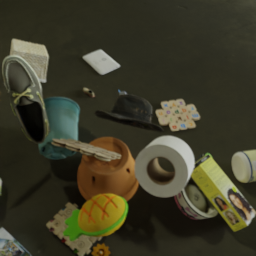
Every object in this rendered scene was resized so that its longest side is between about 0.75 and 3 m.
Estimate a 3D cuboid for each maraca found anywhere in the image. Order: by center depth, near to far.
[{"bbox_3d":[-0.923,2.510,7.874,1.933,1.034,1.325,-21,24,5],"label":"maraca"}]

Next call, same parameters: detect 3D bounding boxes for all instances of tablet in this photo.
[{"bbox_3d":[-1.538,-3.752,15.855,1.298,0.136,1.994,-30,56,-23],"label":"tablet"}]

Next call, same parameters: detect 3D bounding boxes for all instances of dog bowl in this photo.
[{"bbox_3d":[2.350,2.436,9.833,1.706,0.629,1.706,22,44,-22],"label":"dog bowl"}]

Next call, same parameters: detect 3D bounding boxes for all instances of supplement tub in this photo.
[{"bbox_3d":[4.970,1.425,10.727,1.615,1.171,1.171,-7,50,-6],"label":"supplement tub"}]

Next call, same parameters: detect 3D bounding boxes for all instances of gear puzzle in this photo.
[{"bbox_3d":[-1.537,3.617,9.472,2.371,0.310,1.228,32,54,21],"label":"gear puzzle"}]

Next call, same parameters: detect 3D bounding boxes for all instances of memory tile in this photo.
[{"bbox_3d":[-1.333,0.706,9.126,2.019,1.548,0.170,17,92,14],"label":"memory tile"}]

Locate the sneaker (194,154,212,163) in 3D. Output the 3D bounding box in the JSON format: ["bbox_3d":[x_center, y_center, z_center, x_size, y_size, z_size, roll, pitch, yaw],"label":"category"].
[{"bbox_3d":[2.688,1.687,10.985,1.637,0.628,0.686,-47,24,-22],"label":"sneaker"}]

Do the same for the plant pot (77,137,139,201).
[{"bbox_3d":[-0.758,1.464,10.373,2.396,1.677,2.396,0,48,0],"label":"plant pot"}]

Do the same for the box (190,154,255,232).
[{"bbox_3d":[3.217,2.200,9.742,0.964,0.642,2.563,-22,69,-47],"label":"box"}]

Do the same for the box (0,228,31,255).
[{"bbox_3d":[-4.277,4.428,8.654,1.487,0.410,2.177,30,56,23],"label":"box"}]

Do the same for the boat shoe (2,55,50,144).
[{"bbox_3d":[-3.323,-0.874,9.259,1.069,2.991,0.894,-17,25,-10],"label":"boat shoe"}]

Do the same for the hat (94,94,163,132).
[{"bbox_3d":[0.134,-0.573,9.402,2.388,2.388,0.963,14,88,12],"label":"hat"}]

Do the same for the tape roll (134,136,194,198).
[{"bbox_3d":[0.925,0.939,7.003,1.337,1.337,0.918,21,19,17],"label":"tape roll"}]

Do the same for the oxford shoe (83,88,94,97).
[{"bbox_3d":[-1.992,-1.848,14.116,0.784,0.290,0.278,34,57,26],"label":"oxford shoe"}]

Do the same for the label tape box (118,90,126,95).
[{"bbox_3d":[-0.094,-1.141,11.184,0.262,0.596,0.826,-25,48,15],"label":"label tape box"}]

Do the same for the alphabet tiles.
[{"bbox_3d":[2.315,-0.610,13.155,1.926,0.141,1.884,-9,49,-8],"label":"alphabet tiles"}]

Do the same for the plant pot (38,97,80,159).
[{"bbox_3d":[-2.894,0.102,11.502,1.992,1.992,1.951,-9,58,-8],"label":"plant pot"}]

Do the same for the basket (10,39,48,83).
[{"bbox_3d":[-3.773,-2.538,10.592,1.337,1.085,1.349,5,31,-27],"label":"basket"}]
